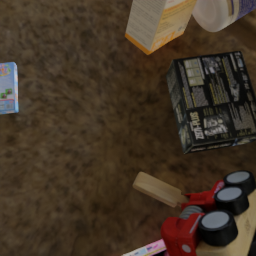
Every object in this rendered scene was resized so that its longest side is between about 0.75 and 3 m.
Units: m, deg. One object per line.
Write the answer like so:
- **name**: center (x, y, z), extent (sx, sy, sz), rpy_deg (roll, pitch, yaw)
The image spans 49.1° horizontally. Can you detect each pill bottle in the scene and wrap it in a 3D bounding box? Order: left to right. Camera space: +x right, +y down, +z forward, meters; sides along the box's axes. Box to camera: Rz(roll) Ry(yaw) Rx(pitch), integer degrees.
- **pill bottle**: center (3.375, -4.278, 8.448), extent (2.741, 1.641, 1.641), rpy_deg (-32, 78, -7)

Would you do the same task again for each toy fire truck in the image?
- **toy fire truck**: center (1.350, 1.982, 6.449), extent (2.507, 2.849, 1.833), rpy_deg (-33, 104, -49)

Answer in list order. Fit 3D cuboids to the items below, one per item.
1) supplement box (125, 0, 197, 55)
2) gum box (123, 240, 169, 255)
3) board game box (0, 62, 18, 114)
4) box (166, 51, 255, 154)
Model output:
- **supplement box**: center (1.085, -3.562, 7.432), extent (1.024, 2.786, 1.756), rpy_deg (43, 59, 15)
- **gum box**: center (0.483, 3.361, 6.810), extent (2.128, 1.208, 0.704), rpy_deg (-20, 77, -5)
- **board game box**: center (-3.937, -1.162, 8.390), extent (1.166, 0.282, 1.542), rpy_deg (-7, 76, -2)
- **box**: center (2.333, -0.698, 7.771), extent (2.012, 1.058, 2.457), rpy_deg (-9, 74, -5)
